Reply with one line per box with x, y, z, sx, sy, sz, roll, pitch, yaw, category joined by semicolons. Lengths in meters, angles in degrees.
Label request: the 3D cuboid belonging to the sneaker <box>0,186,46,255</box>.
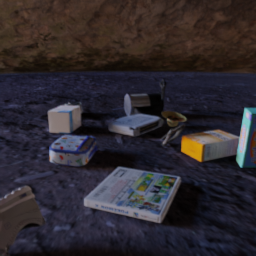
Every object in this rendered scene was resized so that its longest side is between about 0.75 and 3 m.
-2.418;1.946;4.737;2.276;0.933;0.851;-35;-6;-37;sneaker

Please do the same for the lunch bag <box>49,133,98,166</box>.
-1.806;0.711;9.563;1.397;0.659;1.743;4;17;6;lunch bag

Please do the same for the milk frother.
0.995;-1.634;15.273;1.977;2.102;1.897;-6;21;-18;milk frother

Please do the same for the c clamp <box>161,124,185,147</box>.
1.572;0.306;10.351;1.238;1.450;0.196;-34;72;-15;c clamp

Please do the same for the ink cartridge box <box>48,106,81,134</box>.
-2.860;-0.440;12.974;1.016;0.990;1.580;3;15;12;ink cartridge box

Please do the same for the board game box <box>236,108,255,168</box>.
4.731;0.325;8.621;2.425;1.844;0.546;0;24;-1;board game box

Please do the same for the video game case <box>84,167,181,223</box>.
0.207;1.600;7.141;1.884;0.227;2.067;6;16;21;video game case

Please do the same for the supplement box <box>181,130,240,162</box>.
2.925;0.593;9.924;1.750;0.644;1.103;-8;18;-26;supplement box

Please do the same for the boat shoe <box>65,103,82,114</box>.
-3.303;-1.030;15.584;0.711;0.726;2.037;8;18;28;boat shoe

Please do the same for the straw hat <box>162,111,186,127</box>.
2.149;-0.333;13.512;1.217;0.515;1.217;8;26;-4;straw hat

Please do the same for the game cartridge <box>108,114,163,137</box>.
0.328;-0.171;13.079;1.653;0.502;2.480;16;22;35;game cartridge
